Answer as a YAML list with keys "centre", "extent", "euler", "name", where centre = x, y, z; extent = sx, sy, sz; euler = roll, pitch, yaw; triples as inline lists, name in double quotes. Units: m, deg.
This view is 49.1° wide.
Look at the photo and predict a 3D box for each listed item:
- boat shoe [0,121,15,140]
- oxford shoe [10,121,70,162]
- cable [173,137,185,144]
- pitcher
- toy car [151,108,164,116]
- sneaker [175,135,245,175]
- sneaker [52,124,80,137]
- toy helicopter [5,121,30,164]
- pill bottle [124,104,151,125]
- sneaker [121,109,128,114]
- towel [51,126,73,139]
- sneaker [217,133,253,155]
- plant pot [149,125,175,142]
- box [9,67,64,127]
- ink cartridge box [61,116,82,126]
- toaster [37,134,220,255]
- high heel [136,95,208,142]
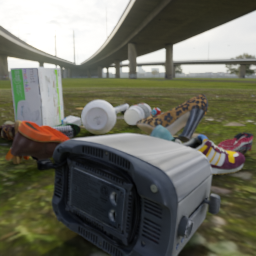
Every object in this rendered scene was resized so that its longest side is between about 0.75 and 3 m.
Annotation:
- centre: [-4.635, 0.209, 11.190]
  extent: [2.276, 0.821, 0.819]
  euler: [11, 29, 41]
  name: "boat shoe"
- centre: [-2.500, 0.511, 8.435]
  extent: [0.954, 0.972, 2.680]
  euler: [32, 1, 22]
  name: "oxford shoe"
- centre: [0.841, 0.665, 8.897]
  extent: [1.956, 0.609, 2.397]
  euler: [10, 17, 20]
  name: "cable"
- centre: [-0.988, -0.616, 12.663]
  extent: [2.097, 1.482, 2.445]
  euler: [-23, 5, 3]
  name: "pitcher"
- centre: [1.584, -0.594, 13.337]
  extent: [0.799, 0.707, 0.737]
  euler: [0, 9, 22]
  name: "toy car"
- centre: [2.311, 0.701, 7.801]
  extent: [2.315, 1.043, 0.867]
  euler: [-5, 13, -22]
  name: "sneaker"
- centre: [-2.802, 0.076, 11.895]
  extent: [1.544, 0.602, 0.658]
  euler: [-3, 14, -12]
  name: "sneaker"
- centre: [-3.324, 0.445, 8.354]
  extent: [0.523, 1.326, 0.877]
  euler: [5, 12, -1]
  name: "toy helicopter"
- centre: [0.515, -0.714, 14.885]
  extent: [1.003, 1.003, 1.762]
  euler: [5, 12, 22]
  name: "pill bottle"
- centre: [-0.102, -1.064, 18.544]
  extent: [0.401, 0.335, 0.883]
  euler: [19, 27, 31]
  name: "sneaker"
- centre: [-2.751, 0.245, 10.758]
  extent: [1.114, 0.576, 1.345]
  euler: [-5, 1, -21]
  name: "towel"
- centre: [3.553, 0.680, 9.172]
  extent: [1.635, 0.611, 0.659]
  euler: [-19, 19, -28]
  name: "sneaker"
- centre: [1.028, 0.428, 8.399]
  extent: [0.582, 0.869, 0.869]
  euler: [26, 23, 28]
  name: "plant pot"
- centre: [-4.270, -1.433, 13.574]
  extent: [1.422, 2.941, 2.595]
  euler: [1, 12, 9]
  name: "box"
- centre: [-2.799, -0.269, 13.804]
  extent: [0.845, 0.356, 0.611]
  euler: [14, 32, 42]
  name: "ink cartridge box"
- centre: [0.018, 0.998, 4.889]
  extent: [2.922, 1.660, 1.887]
  euler: [12, 13, 38]
  name: "toaster"
- centre: [1.476, -0.464, 9.576]
  extent: [2.435, 1.736, 0.869]
  euler: [12, -27, 44]
  name: "high heel"
